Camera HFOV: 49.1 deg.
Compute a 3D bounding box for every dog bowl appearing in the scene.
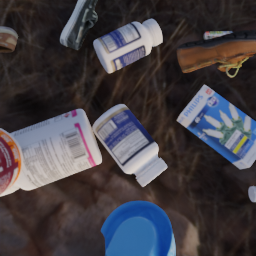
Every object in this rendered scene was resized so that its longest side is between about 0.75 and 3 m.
[{"bbox_3d":[-0.039,2.587,4.903,1.432,0.637,2.569,8,56,36],"label":"dog bowl"}]

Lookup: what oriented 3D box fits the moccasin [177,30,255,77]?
[{"bbox_3d":[2.194,-1.634,6.328,2.268,0.830,0.875,-4,114,33],"label":"moccasin"}]

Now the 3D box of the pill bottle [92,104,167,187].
[{"bbox_3d":[0.083,0.496,7.664,1.178,1.178,2.120,-37,80,-8],"label":"pill bottle"}]

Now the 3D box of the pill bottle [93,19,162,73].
[{"bbox_3d":[0.022,-2.512,8.418,1.903,1.057,1.057,-27,78,-6],"label":"pill bottle"}]

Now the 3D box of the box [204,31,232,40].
[{"bbox_3d":[2.904,-2.844,8.960,0.896,0.156,0.493,-2,77,-1],"label":"box"}]

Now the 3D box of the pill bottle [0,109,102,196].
[{"bbox_3d":[-2.249,0.675,7.404,2.803,1.589,1.589,-20,78,-5],"label":"pill bottle"}]

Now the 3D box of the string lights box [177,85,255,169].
[{"bbox_3d":[2.708,-0.024,8.029,2.326,0.686,1.195,38,80,8],"label":"string lights box"}]

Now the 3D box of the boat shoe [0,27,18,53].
[{"bbox_3d":[-4.471,-2.616,8.615,2.040,0.772,0.732,-5,79,1],"label":"boat shoe"}]

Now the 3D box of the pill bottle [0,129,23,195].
[{"bbox_3d":[-3.166,0.875,5.003,1.595,2.793,1.595,0,97,1],"label":"pill bottle"}]

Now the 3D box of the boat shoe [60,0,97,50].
[{"bbox_3d":[-1.345,-3.450,8.840,0.681,0.757,2.140,25,86,6],"label":"boat shoe"}]

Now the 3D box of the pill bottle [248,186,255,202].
[{"bbox_3d":[3.836,1.791,7.710,0.869,0.503,0.503,-4,77,-1],"label":"pill bottle"}]
